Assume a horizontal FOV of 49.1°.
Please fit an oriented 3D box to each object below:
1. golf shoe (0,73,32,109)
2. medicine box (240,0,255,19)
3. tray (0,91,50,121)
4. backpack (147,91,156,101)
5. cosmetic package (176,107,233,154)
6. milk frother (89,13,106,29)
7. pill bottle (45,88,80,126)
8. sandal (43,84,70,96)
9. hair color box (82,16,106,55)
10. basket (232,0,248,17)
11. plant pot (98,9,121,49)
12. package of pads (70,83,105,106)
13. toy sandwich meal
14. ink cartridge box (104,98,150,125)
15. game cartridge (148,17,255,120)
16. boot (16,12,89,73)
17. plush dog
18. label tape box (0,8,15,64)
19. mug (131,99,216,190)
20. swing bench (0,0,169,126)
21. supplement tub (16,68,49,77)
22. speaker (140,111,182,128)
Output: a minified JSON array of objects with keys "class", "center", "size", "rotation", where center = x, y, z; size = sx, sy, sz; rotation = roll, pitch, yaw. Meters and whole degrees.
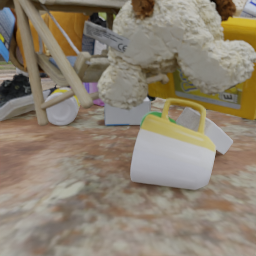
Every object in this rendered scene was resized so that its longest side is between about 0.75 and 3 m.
[{"class":"golf shoe","center":[-4.534,-0.753,9.388],"size":[2.887,1.122,1.364],"rotation":[-22,-11,-21]},{"class":"medicine box","center":[4.430,-3.285,8.046],"size":[2.502,1.288,2.279],"rotation":[37,73,22]},{"class":"tray","center":[-3.608,-0.733,9.613],"size":[1.188,0.245,2.212],"rotation":[-34,3,24]},{"class":"backpack","center":[0.480,-1.628,11.570],"size":[0.954,1.245,1.094],"rotation":[-8,8,45]},{"class":"cosmetic package","center":[1.635,0.088,5.792],"size":[0.655,0.402,1.587],"rotation":[41,9,34]},{"class":"milk frother","center":[-0.343,-2.734,5.224],"size":[2.058,2.280,2.145],"rotation":[26,22,31]},{"class":"pill bottle","center":[-2.095,-0.771,9.134],"size":[1.003,1.003,1.802],"rotation":[-1,16,-4]},{"class":"sandal","center":[-3.397,-2.038,14.244],"size":[0.884,0.498,2.326],"rotation":[5,17,17]},{"class":"hair color box","center":[-0.940,-2.254,7.709],"size":[0.447,1.478,0.739],"rotation":[9,7,18]},{"class":"basket","center":[1.982,-2.976,7.189],"size":[1.770,1.786,1.437],"rotation":[24,58,7]},{"class":"plant pot","center":[-0.595,-3.617,9.887],"size":[2.669,2.669,2.570],"rotation":[15,26,40]},{"class":"package of pads","center":[-1.582,-1.928,12.031],"size":[0.973,1.549,2.571],"rotation":[-12,21,-36]},{"class":"toy sandwich meal","center":[-2.719,-2.917,8.807],"size":[0.916,2.675,2.675],"rotation":[21,24,21]},{"class":"ink cartridge box","center":[-0.074,-0.692,9.223],"size":[1.369,0.803,1.869],"rotation":[-1,18,-4]},{"class":"game cartridge","center":[1.419,-1.217,5.674],"size":[2.527,2.227,0.410],"rotation":[15,58,25]},{"class":"boot","center":[-1.247,-2.259,6.519],"size":[2.632,1.884,0.926],"rotation":[-18,-18,-5]},{"class":"plush dog","center":[0.463,-1.318,3.611],"size":[1.984,1.592,1.704],"rotation":[-10,33,23]},{"class":"label tape box","center":[-3.097,-2.355,6.075],"size":[0.559,1.275,1.768],"rotation":[-14,53,5]},{"class":"mug","center":[0.827,0.349,4.761],"size":[1.234,1.503,1.204],"rotation":[14,18,15]},{"class":"swing bench","center":[-0.707,-1.438,4.823],"size":[1.409,2.172,2.160],"rotation":[-16,6,42]},{"class":"supplement tub","center":[-6.933,-4.693,20.835],"size":[2.562,1.798,1.798],"rotation":[-5,17,-18]},{"class":"speaker","center":[0.819,0.140,6.438],"size":[0.803,0.803,1.816],"rotation":[-3,17,-11]}]
